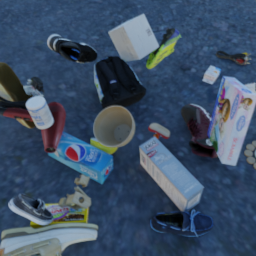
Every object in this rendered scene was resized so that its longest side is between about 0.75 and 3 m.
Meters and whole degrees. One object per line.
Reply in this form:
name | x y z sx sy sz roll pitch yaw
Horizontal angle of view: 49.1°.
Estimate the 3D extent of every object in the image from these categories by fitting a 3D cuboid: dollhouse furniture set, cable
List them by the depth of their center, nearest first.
dollhouse furniture set | -1.448 1.899 8.091 0.540 0.971 0.858 33 55 -23
cable | 4.945 -3.270 13.227 1.593 0.401 0.774 7 66 22

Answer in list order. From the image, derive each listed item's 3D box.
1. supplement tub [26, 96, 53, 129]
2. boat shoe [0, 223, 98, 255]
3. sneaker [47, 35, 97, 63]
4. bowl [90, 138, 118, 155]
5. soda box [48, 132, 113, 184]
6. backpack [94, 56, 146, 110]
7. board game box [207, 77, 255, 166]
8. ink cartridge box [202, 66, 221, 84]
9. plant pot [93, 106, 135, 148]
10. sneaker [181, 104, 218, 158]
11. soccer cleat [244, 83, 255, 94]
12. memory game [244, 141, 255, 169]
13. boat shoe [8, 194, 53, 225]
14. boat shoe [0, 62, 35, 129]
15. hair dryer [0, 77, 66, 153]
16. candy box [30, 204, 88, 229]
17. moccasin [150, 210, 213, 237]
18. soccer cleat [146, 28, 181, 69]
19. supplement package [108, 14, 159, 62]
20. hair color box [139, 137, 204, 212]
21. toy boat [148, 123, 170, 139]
supplement tub | -2.469 -0.424 7.855 0.539 0.817 0.539 -6 43 6
boat shoe | -2.036 3.062 7.356 2.530 0.945 0.865 -7 59 -1
sneaker | -1.873 -2.762 10.600 2.174 0.794 1.216 7 26 -44
bowl | -0.844 0.708 9.492 0.960 0.960 0.517 13 93 11
soda box | -1.618 0.915 9.214 2.245 0.762 0.720 23 53 19
backpack | -0.536 -1.822 11.167 1.841 1.735 2.257 -22 72 -10
board game box | 2.855 -0.278 7.956 0.407 1.979 1.974 8 22 0
ink cartridge box | 3.666 -2.331 12.322 0.493 0.291 0.857 26 54 20
plant pot | -0.318 0.053 8.820 1.297 0.871 1.297 -6 72 19
sneaker | 2.375 0.107 9.632 1.374 0.900 2.378 -19 52 -33
soccer cleat | 4.759 -1.514 11.300 1.818 0.774 0.624 14 50 11
memory game | 4.698 0.984 9.610 1.384 0.088 1.384 0 49 1
boat shoe | -2.369 2.067 7.217 0.470 1.385 0.497 -41 39 5
boat shoe | -3.970 -1.052 9.571 0.877 2.641 0.977 2 44 22
hair dryer | -3.062 -0.306 8.990 2.141 0.764 2.812 -33 71 -35
candy box | -1.945 2.508 8.076 1.552 0.205 0.793 -2 27 -2
moccasin | 1.531 2.674 7.812 1.771 0.604 0.713 -4 49 -3
soccer cleat | 1.471 -3.121 11.398 1.899 0.794 0.614 -54 34 8
supplement package | 0.199 -3.497 11.067 1.057 1.374 1.437 -36 22 -17
hair color box | 1.243 1.415 8.558 0.664 1.084 2.189 -31 56 -18
toy boat | 1.016 0.191 9.562 0.759 0.496 0.495 31 22 0
